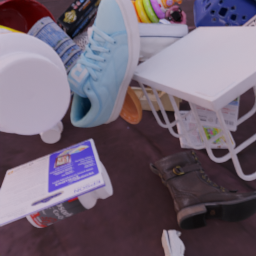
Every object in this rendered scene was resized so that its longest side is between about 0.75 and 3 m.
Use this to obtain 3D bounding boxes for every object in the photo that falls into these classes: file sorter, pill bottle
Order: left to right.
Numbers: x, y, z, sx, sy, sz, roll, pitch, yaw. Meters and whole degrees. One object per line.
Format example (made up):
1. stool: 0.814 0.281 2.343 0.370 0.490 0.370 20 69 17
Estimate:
1. pill bottle: -2.005 -0.871 4.722 1.512 1.512 2.768 -23 32 -26
2. pill bottle: -2.486 -0.157 8.873 0.764 0.764 1.375 -10 40 -12
3. pill bottle: -1.063 1.138 4.981 1.420 0.822 0.822 -23 40 4
4. file sorter: 1.718 -0.658 5.436 2.005 1.799 2.889 -33 28 -10

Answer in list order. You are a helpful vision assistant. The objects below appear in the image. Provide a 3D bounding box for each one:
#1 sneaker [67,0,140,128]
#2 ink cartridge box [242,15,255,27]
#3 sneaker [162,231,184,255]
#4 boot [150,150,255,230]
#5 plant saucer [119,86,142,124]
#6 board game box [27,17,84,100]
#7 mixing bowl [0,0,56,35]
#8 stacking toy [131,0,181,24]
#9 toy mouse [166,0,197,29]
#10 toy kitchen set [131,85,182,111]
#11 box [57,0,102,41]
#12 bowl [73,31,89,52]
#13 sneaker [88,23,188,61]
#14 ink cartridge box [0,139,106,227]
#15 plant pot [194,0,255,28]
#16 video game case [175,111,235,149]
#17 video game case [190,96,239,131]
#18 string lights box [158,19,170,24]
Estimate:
1. sneaker: -0.589 -1.106 5.434 1.161 2.835 1.048 -24 48 -39
2. ink cartridge box: 3.599 -2.551 6.604 2.018 2.037 0.442 -20 80 -32
3. sneaker: 0.986 2.585 5.787 0.415 0.393 1.030 5 39 -9
4. boot: 1.910 1.307 7.002 2.397 0.830 2.086 -8 40 -6
5. plant saucer: -0.079 -0.668 6.898 0.236 1.260 1.260 -39 51 -22
6. board game box: -2.291 -1.428 6.831 2.246 2.247 0.693 43 24 -8
7. mixing bowl: -3.445 -2.902 8.595 2.276 2.276 1.233 -27 47 -30
8. stacking toy: 0.701 -3.649 8.736 2.292 1.330 1.258 -20 21 25
9. toy mouse: 2.289 -4.090 9.985 2.489 0.482 2.212 -16 75 24
10. toy kitchen set: 1.001 -1.753 10.075 1.910 1.723 1.558 7 38 17
11. box: -1.547 -3.922 9.565 0.491 1.698 2.136 40 80 -8
12. bowl: -1.090 -2.858 9.729 1.552 0.728 1.552 19 52 -26
13. sneaker: 0.286 -1.957 6.464 2.421 0.857 0.884 -5 24 -17
14. ink cartridge box: -1.132 0.836 4.135 1.559 0.341 1.574 -20 22 -6
15. plant pot: 3.001 -3.372 7.738 1.784 1.604 1.783 26 44 -12
16. video game case: 2.422 0.026 9.115 1.606 0.202 1.765 0 38 1
17. video game case: 1.764 -0.582 5.606 0.873 0.110 1.219 11 71 8
18. string lights box: 1.136 -4.786 14.576 2.987 0.881 1.535 -21 43 -24
